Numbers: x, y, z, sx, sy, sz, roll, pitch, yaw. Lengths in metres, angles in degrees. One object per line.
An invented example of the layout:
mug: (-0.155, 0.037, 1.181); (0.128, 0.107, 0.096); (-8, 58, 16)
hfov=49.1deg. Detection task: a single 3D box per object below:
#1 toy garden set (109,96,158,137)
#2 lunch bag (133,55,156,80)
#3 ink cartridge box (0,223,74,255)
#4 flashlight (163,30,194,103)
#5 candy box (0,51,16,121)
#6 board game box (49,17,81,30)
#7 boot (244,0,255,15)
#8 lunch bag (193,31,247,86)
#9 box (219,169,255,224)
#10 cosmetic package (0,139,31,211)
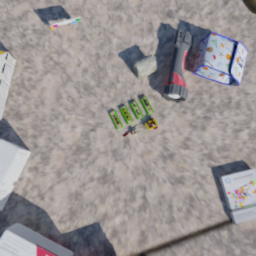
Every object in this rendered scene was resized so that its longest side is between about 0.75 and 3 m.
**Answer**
toy garden set: (0.232, -0.277, 9.176); (1.383, 0.276, 1.153); (-26, 80, -5)
lunch bag: (0.559, -2.074, 9.347); (0.782, 0.656, 0.545); (-26, 80, -5)
ink cartridge box: (-3.064, 4.399, 7.700); (1.986, 1.140, 2.734); (28, 79, -1)
flashlight: (1.748, -2.022, 9.335); (0.792, 0.789, 2.331); (12, 74, 5)
candy box: (-4.771, -1.444, 9.204); (1.524, 0.682, 2.235); (8, 78, 2)
board game box: (-2.089, -3.441, 9.256); (0.953, 0.953, 0.123); (-21, 111, -14)
boot: (4.470, -4.822, 9.841); (0.603, 0.782, 1.613); (-18, 79, -4)
lunch bag: (3.137, -2.228, 9.253); (1.574, 0.974, 1.338); (19, 79, -10)
box: (3.600, 2.100, 8.688); (1.126, 0.297, 1.444); (-13, 78, -3)
cosmetic package: (-3.843, 1.452, 8.451); (0.752, 1.033, 2.032); (24, 81, 5)
